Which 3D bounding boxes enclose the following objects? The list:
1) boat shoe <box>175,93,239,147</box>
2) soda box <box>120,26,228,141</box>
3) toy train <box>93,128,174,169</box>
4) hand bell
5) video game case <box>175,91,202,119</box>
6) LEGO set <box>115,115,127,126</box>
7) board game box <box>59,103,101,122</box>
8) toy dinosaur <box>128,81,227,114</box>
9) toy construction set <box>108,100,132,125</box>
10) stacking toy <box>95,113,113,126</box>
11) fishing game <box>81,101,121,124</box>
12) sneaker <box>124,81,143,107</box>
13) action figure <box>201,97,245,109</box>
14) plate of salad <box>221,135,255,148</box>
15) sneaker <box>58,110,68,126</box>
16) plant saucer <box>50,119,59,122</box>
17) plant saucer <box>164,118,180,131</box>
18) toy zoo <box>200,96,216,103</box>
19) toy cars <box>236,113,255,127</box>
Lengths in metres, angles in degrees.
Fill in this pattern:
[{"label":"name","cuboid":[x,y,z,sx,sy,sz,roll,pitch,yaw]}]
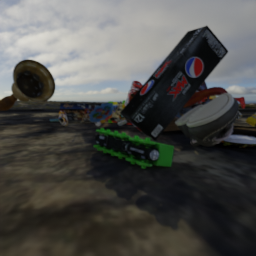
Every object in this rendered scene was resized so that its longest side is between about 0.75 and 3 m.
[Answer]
[{"label":"boat shoe","cuboid":[1.532,-0.036,5.207,0.899,0.767,2.690,-38,0,0]},{"label":"soda box","cuboid":[1.147,-1.154,7.278,0.939,2.965,1.049,41,-1,-19]},{"label":"toy train","cuboid":[0.006,0.317,4.873,0.610,0.452,2.164,9,0,-27]},{"label":"hand bell","cuboid":[-3.998,-1.138,9.933,2.844,1.481,1.481,-21,-10,40]},{"label":"video game case","cuboid":[1.769,-0.853,9.322,1.023,0.125,1.431,28,-38,1]},{"label":"LEGO set","cuboid":[0.132,-0.344,10.380,1.192,0.392,1.595,-23,-10,4]},{"label":"board game box","cuboid":[-2.117,-0.722,13.317,1.931,0.334,1.308,1,-23,5]},{"label":"toy dinosaur","cuboid":[1.200,-0.921,8.192,2.309,1.336,2.545,-9,-9,-9]},{"label":"toy construction set","cuboid":[0.099,-0.790,13.051,2.824,1.301,1.852,-10,1,38]},{"label":"stacking toy","cuboid":[-1.081,-0.410,11.367,0.649,0.649,0.888,3,43,32]},{"label":"fishing game","cuboid":[-1.002,-0.523,10.637,1.574,0.245,1.127,-14,-30,-35]},{"label":"sneaker","cuboid":[0.247,-1.385,11.902,0.559,0.898,1.675,17,35,-6]},{"label":"action figure","cuboid":[3.351,-0.642,11.623,2.947,1.459,0.962,3,-7,-14]},{"label":"plate of salad","cuboid":[2.420,0.306,6.006,0.893,0.215,0.893,3,6,0]},{"label":"sneaker","cuboid":[-2.720,-0.449,11.516,0.295,0.788,0.355,-35,-26,14]},{"label":"plant saucer","cuboid":[-3.544,-0.401,14.355,0.911,0.086,0.318,-6,14,-19]},{"label":"plant saucer","cuboid":[1.512,-0.185,9.378,2.625,0.387,2.625,-6,4,0]},{"label":"toy zoo","cuboid":[2.908,-0.707,9.735,1.076,0.168,1.640,43,-14,3]},{"label":"toy cars","cuboid":[4.467,-0.468,10.730,1.862,0.412,0.835,14,28,-2]}]
